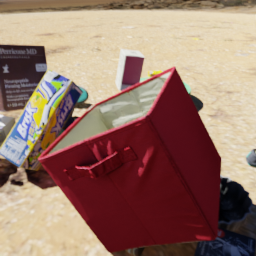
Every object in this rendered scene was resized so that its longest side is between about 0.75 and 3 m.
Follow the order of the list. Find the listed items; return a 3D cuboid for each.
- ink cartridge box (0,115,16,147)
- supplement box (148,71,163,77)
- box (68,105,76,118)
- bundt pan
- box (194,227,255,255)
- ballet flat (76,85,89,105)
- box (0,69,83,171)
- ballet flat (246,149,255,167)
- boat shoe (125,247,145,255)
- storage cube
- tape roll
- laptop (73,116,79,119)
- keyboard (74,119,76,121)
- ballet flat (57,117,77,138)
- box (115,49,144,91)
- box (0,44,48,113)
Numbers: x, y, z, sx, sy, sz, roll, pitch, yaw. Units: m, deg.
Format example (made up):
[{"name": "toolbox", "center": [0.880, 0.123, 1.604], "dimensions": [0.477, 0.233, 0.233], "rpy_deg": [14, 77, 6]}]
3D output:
[{"name": "ink cartridge box", "center": [-5.591, 0.045, 10.160], "dimensions": [2.605, 0.656, 1.419], "rpy_deg": [8, 34, 11]}, {"name": "supplement box", "center": [1.608, -2.872, 15.639], "dimensions": [0.934, 0.512, 0.509], "rpy_deg": [-6, 30, -10]}, {"name": "box", "center": [-2.537, -0.805, 11.325], "dimensions": [0.502, 0.946, 0.578], "rpy_deg": [-21, 58, -44]}, {"name": "bundt pan", "center": [2.087, 1.912, 6.935], "dimensions": [1.778, 0.667, 1.778], "rpy_deg": [0, 28, 0]}, {"name": "box", "center": [1.886, 2.676, 5.599], "dimensions": [1.093, 0.625, 1.201], "rpy_deg": [13, 32, 20]}, {"name": "ballet flat", "center": [-3.113, -1.508, 12.893], "dimensions": [2.730, 1.014, 1.014], "rpy_deg": [4, 29, 2]}, {"name": "box", "center": [-2.585, -0.221, 8.483], "dimensions": [0.933, 2.902, 1.017], "rpy_deg": [28, -6, 16]}, {"name": "ballet flat", "center": [4.708, 0.917, 8.720], "dimensions": [1.940, 0.709, 0.709], "rpy_deg": [3, 29, 5]}, {"name": "boat shoe", "center": [0.283, 2.410, 6.387], "dimensions": [0.403, 0.379, 1.058], "rpy_deg": [4, 27, 32]}, {"name": "storage cube", "center": [0.284, 0.702, 6.126], "dimensions": [2.556, 2.688, 2.990], "rpy_deg": [-21, 20, 29]}, {"name": "tape roll", "center": [1.405, -1.590, 13.150], "dimensions": [2.995, 0.720, 2.995], "rpy_deg": [1, 29, 0]}, {"name": "laptop", "center": [-0.652, -0.574, 10.788], "dimensions": [2.031, 1.183, 2.291], "rpy_deg": [10, 44, 16]}, {"name": "keyboard", "center": [-1.915, -0.338, 10.966], "dimensions": [0.290, 0.055, 1.030], "rpy_deg": [-9, 1, -28]}, {"name": "ballet flat", "center": [-1.459, 0.356, 9.294], "dimensions": [1.079, 1.079, 2.955], "rpy_deg": [-20, 34, -32]}, {"name": "box", "center": [0.054, -2.293, 11.273], "dimensions": [0.808, 1.482, 0.948], "rpy_deg": [2, 29, -15]}, {"name": "box", "center": [-3.992, -1.710, 9.862], "dimensions": [1.782, 2.148, 1.764], "rpy_deg": [-14, 13, -43]}]
